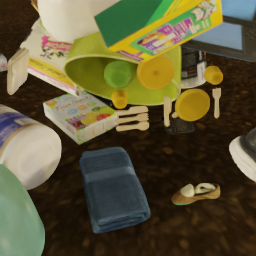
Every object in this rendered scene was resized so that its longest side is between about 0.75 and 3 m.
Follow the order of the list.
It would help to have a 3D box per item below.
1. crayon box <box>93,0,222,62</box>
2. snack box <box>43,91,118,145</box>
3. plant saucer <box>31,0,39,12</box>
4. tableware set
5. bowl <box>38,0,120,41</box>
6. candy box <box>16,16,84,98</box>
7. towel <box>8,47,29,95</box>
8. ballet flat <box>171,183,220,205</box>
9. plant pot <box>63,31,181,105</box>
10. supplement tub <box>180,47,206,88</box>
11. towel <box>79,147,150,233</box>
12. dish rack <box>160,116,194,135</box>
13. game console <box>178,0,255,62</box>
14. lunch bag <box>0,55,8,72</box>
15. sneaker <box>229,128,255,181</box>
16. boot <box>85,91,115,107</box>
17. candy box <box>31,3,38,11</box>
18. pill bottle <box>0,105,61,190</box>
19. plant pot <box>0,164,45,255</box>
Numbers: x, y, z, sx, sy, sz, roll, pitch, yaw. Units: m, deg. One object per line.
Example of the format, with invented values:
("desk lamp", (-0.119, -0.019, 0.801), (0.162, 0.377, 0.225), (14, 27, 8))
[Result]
("crayon box", (0.522, -1.476, 3.816), (1.397, 0.472, 1.619), (-24, -1, 20))
("snack box", (-1.520, -0.442, 8.876), (1.481, 0.552, 2.083), (-26, 42, -32))
("plant saucer", (-2.325, -4.497, 9.924), (0.544, 2.975, 2.975), (-27, 26, 24))
("tableware set", (0.717, -0.757, 5.448), (2.250, 1.516, 0.345), (-8, 30, -1))
("bowl", (-0.656, -2.322, 4.850), (1.883, 0.704, 1.886), (-26, 42, -11))
("candy box", (-1.610, -2.608, 8.065), (1.966, 0.879, 2.883), (26, 80, 2))
("towel", (-1.885, -0.978, 4.827), (0.130, 0.756, 0.501), (25, 47, -2))
("ballet flat", (1.538, 1.433, 6.288), (1.145, 0.414, 0.388), (-5, 35, -6))
("plant pot", (0.128, -2.378, 6.802), (2.730, 2.730, 2.917), (9, 77, 13))
("supplement tub", (1.591, -2.142, 7.915), (1.131, 1.845, 1.131), (-10, 24, 4))
("towel", (-0.374, 1.292, 6.391), (1.242, 0.540, 2.225), (-8, 34, -13))
("dish rack", (1.533, -0.103, 8.655), (0.970, 0.265, 0.744), (-5, 36, -8))
("game console", (1.658, -2.044, 4.832), (1.575, 0.932, 1.344), (12, 57, 1))
("lunch bag", (-5.827, -2.839, 12.289), (0.875, 0.656, 1.032), (-19, 31, -24))
("sneaker", (2.648, 0.343, 4.097), (2.175, 1.238, 0.821), (16, 42, -26))
("boot", (-0.841, -1.114, 9.951), (1.225, 0.453, 1.004), (28, 45, 24))
("candy box", (-2.928, -4.432, 10.618), (0.739, 1.267, 0.358), (-24, 30, 30))
("pill bottle", (-3.093, 0.296, 6.944), (2.622, 1.570, 1.570), (22, 40, 31))
("plant pot", (-2.760, 1.583, 4.855), (2.247, 1.804, 2.247), (0, 35, 0))
